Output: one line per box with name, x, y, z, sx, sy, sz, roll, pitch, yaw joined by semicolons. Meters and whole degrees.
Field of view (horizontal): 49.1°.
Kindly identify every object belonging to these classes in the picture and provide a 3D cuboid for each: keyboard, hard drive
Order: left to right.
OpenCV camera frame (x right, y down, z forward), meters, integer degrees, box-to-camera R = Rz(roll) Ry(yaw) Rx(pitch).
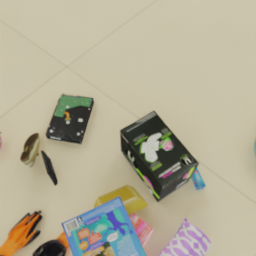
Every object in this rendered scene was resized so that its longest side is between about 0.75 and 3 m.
keyboard;-3.009;1.597;10.885;0.210;0.982;1.636;-26;35;-11
hard drive;-2.552;-0.437;12.487;1.598;0.433;2.288;9;61;5

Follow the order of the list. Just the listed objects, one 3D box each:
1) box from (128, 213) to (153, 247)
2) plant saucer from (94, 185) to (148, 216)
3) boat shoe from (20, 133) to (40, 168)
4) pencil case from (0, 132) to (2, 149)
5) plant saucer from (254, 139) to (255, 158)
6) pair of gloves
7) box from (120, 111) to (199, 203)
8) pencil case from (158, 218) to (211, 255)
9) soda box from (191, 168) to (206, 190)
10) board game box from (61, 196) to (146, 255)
box;-0.458;4.172;9.330;1.380;1.273;2.690;34;65;18
plant saucer;-0.373;2.647;10.039;1.738;1.739;0.421;-22;103;-12
boat shoe;-3.956;0.939;11.591;0.618;0.657;1.725;-16;37;16
pencil case;-6.564;0.657;11.472;2.529;1.047;1.094;-9;73;-3
plant saucer;6.569;1.124;11.423;2.858;0.514;2.858;-3;60;5
pair of gloves;-3.234;4.118;9.874;2.171;0.268;1.934;32;61;13
box;1.064;1.110;10.688;1.652;1.974;2.658;-30;65;-16
pencil case;1.448;4.395;9.222;1.250;1.228;2.925;43;68;14
soda box;2.714;1.987;11.132;0.313;0.296;0.924;-10;59;-17
board game box;-0.612;3.719;8.447;2.003;0.592;2.634;-21;65;-13
